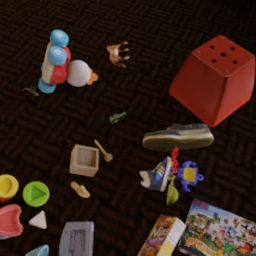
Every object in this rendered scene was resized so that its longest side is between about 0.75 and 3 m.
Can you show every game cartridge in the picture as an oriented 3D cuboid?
[{"bbox_3d":[-1.776,4.074,9.530,1.098,0.337,1.650,-1,59,2],"label":"game cartridge"}]

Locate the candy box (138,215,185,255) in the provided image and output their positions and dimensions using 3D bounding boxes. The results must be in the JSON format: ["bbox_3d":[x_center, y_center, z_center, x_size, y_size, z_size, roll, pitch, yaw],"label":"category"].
[{"bbox_3d":[1.076,3.761,9.232,0.480,0.991,1.699,44,64,-13],"label":"candy box"}]

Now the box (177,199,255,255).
[{"bbox_3d":[3.283,3.851,9.654,2.713,0.511,1.853,20,57,13],"label":"box"}]

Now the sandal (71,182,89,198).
[{"bbox_3d":[-1.862,2.333,10.798,0.900,0.296,0.330,32,44,24],"label":"sandal"}]

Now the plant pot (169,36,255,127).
[{"bbox_3d":[3.969,-2.355,12.764,2.910,2.564,2.907,-34,61,-21],"label":"plant pot"}]

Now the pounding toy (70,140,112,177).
[{"bbox_3d":[-1.495,1.231,11.400,1.560,0.714,1.370,13,51,-21],"label":"pounding toy"}]

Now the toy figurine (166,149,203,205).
[{"bbox_3d":[2.240,1.895,10.705,1.319,1.161,2.202,11,56,1],"label":"toy figurine"}]

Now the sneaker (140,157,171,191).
[{"bbox_3d":[1.038,1.715,11.094,1.088,0.598,1.486,15,61,5],"label":"sneaker"}]

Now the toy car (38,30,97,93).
[{"bbox_3d":[-2.776,-2.922,13.690,2.604,2.400,2.303,13,51,-23],"label":"toy car"}]

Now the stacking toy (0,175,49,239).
[{"bbox_3d":[-4.052,2.971,10.353,1.987,0.927,2.195,9,54,-26],"label":"stacking toy"}]

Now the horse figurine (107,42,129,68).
[{"bbox_3d":[-0.582,-3.970,15.147,1.209,0.455,1.824,-9,60,8],"label":"horse figurine"}]

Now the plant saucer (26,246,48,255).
[{"bbox_3d":[-3.008,4.573,7.863,0.462,2.572,2.572,17,56,2],"label":"plant saucer"}]

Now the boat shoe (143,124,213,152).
[{"bbox_3d":[2.040,0.325,11.746,2.964,1.059,0.974,-2,56,-6],"label":"boat shoe"}]

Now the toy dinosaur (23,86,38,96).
[{"bbox_3d":[-4.779,-1.885,13.880,0.911,0.216,0.401,24,65,20],"label":"toy dinosaur"}]

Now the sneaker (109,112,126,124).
[{"bbox_3d":[-0.475,-0.525,12.831,0.832,0.325,0.355,-25,62,-17],"label":"sneaker"}]
